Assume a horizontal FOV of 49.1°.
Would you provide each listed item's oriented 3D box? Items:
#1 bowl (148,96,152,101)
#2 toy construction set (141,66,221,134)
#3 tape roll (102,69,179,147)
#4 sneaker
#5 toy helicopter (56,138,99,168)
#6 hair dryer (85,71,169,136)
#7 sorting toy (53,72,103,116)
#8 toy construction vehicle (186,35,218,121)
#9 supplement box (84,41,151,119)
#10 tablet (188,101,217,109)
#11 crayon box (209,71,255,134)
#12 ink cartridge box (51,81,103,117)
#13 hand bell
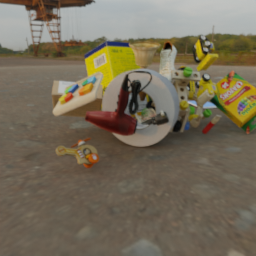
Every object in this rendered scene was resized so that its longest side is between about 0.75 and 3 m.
[{"bbox_3d":[0.577,-1.319,11.658,1.491,1.491,0.780,4,23,13],"label":"bowl"},{"bbox_3d":[1.988,-0.905,9.254,2.385,1.832,1.989,28,57,1],"label":"toy construction set"},{"bbox_3d":[0.374,-0.615,8.510,2.274,2.274,0.751,6,16,20],"label":"tape roll"},{"bbox_3d":[1.264,-2.213,9.489,0.568,1.560,0.661,-3,-23,26],"label":"sneaker"},{"bbox_3d":[-1.216,0.549,6.715,1.038,0.686,0.409,10,-32,-30],"label":"toy helicopter"},{"bbox_3d":[-0.159,-0.556,7.624,2.270,1.729,0.617,-21,25,18],"label":"hair dryer"},{"bbox_3d":[-1.220,-0.881,6.830,1.176,0.232,1.271,-21,32,17],"label":"sorting toy"},{"bbox_3d":[2.726,-1.741,10.483,0.895,2.541,2.212,7,-31,-16],"label":"toy construction vehicle"},{"bbox_3d":[-0.399,-1.593,10.361,1.494,2.745,1.503,-10,-1,-40],"label":"supplement box"},{"bbox_3d":[3.842,-1.212,14.543,1.050,0.110,1.613,-4,16,-13],"label":"tablet"},{"bbox_3d":[3.996,-0.948,10.016,1.312,0.525,2.067,-39,63,-5],"label":"crayon box"},{"bbox_3d":[-1.653,-0.895,9.152,1.555,0.584,1.281,4,-29,-11],"label":"ink cartridge box"},{"bbox_3d":[0.516,-1.836,9.440,1.012,1.943,1.012,1,28,0],"label":"hand bell"}]
